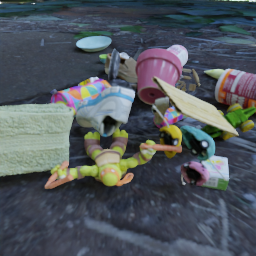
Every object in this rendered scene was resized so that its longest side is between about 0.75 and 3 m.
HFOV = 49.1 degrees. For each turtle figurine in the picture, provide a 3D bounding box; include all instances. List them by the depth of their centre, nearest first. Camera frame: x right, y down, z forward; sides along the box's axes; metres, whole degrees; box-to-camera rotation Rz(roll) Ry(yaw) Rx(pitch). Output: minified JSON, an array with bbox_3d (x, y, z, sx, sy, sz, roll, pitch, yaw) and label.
[{"bbox_3d":[-0.316,0.704,6.347,2.828,0.911,2.281,-18,19,0],"label":"turtle figurine"}]

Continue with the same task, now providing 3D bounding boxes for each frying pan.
[{"bbox_3d":[-0.016,-1.492,10.830,2.670,0.435,1.615,0,30,7],"label":"frying pan"},{"bbox_3d":[-0.568,-2.233,11.241,0.331,2.036,1.232,11,61,4],"label":"frying pan"}]

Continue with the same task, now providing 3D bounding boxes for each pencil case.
[{"bbox_3d":[1.356,-0.353,8.697,1.199,0.530,0.530,-21,36,-32],"label":"pencil case"},{"bbox_3d":[-1.507,-0.960,9.111,0.997,0.997,2.256,19,27,29],"label":"pencil case"}]

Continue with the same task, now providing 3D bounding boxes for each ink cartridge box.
[{"bbox_3d":[2.033,0.941,6.635,0.585,0.334,1.126,8,31,13],"label":"ink cartridge box"}]

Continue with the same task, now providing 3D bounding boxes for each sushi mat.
[{"bbox_3d":[1.692,-0.465,6.809,2.623,0.159,1.255,16,35,-42],"label":"sushi mat"}]

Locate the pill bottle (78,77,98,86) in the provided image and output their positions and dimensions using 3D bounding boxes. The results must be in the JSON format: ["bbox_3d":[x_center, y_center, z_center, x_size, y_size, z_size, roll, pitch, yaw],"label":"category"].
[{"bbox_3d":[-1.467,-1.634,10.671,0.803,0.439,0.439,-22,25,19],"label":"pill bottle"}]

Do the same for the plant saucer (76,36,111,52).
[{"bbox_3d":[-1.988,-4.876,16.473,2.062,0.397,2.062,-3,35,2],"label":"plant saucer"}]

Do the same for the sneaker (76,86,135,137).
[{"bbox_3d":[-0.753,-0.239,7.408,0.908,1.050,2.423,15,-21,-29],"label":"sneaker"}]

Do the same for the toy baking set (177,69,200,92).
[{"bbox_3d":[2.218,-1.865,10.717,0.904,1.178,0.137,-15,30,17],"label":"toy baking set"}]

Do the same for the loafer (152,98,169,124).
[{"bbox_3d":[0.838,-0.491,7.708,0.383,1.122,0.424,8,60,-2],"label":"loafer"}]

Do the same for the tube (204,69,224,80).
[{"bbox_3d":[4.073,-2.245,12.025,0.572,0.511,1.970,31,13,-26],"label":"tube"}]

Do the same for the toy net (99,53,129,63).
[{"bbox_3d":[-0.557,-3.622,14.475,0.974,0.359,1.857,26,39,37],"label":"toy net"}]

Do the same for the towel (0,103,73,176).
[{"bbox_3d":[-2.253,0.282,5.827,2.188,1.623,0.399,-3,26,-28],"label":"towel"}]

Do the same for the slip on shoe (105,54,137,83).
[{"bbox_3d":[0.098,-2.627,12.275,2.756,0.835,1.048,24,38,35],"label":"slip on shoe"}]

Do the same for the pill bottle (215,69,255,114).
[{"bbox_3d":[4.184,-1.144,9.336,2.232,1.223,1.223,25,39,36],"label":"pill bottle"}]

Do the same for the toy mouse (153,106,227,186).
[{"bbox_3d":[1.351,0.550,5.590,0.381,1.968,1.749,-29,32,-25],"label":"toy mouse"}]

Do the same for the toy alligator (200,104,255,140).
[{"bbox_3d":[2.626,-0.025,8.067,2.457,0.590,0.814,-19,62,-14],"label":"toy alligator"}]

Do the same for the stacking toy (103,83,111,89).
[{"bbox_3d":[-0.379,-1.136,9.301,0.632,1.089,0.598,-29,32,44],"label":"stacking toy"}]

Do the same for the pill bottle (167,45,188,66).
[{"bbox_3d":[1.972,-3.066,12.809,1.065,1.065,1.878,14,34,22],"label":"pill bottle"}]

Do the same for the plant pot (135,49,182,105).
[{"bbox_3d":[0.992,-1.691,9.888,1.646,1.646,1.474,7,61,12],"label":"plant pot"}]
